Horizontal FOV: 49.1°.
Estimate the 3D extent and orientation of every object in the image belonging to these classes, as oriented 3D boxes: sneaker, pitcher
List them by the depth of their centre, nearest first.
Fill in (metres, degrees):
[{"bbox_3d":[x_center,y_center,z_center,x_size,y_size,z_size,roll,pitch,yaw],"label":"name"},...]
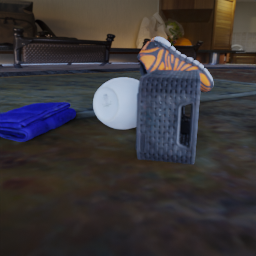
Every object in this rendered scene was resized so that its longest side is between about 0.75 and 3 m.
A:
[{"bbox_3d":[-0.062,-0.686,8.833,2.154,1.522,2.510,-19,-6,39],"label":"pitcher"},{"bbox_3d":[1.408,-1.749,9.284,2.653,1.029,1.486,38,70,13],"label":"sneaker"}]

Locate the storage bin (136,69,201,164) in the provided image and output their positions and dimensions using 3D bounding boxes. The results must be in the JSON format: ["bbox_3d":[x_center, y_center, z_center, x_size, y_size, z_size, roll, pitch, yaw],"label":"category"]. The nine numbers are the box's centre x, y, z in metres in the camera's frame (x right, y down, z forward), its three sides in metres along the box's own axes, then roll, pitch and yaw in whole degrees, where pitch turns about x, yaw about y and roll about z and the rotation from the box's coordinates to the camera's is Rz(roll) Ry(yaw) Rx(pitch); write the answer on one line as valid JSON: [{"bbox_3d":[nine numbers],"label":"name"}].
[{"bbox_3d":[1.059,-0.419,6.863,1.262,1.820,2.692,5,17,13],"label":"storage bin"}]

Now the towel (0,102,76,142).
[{"bbox_3d":[-3.087,-0.340,8.677,1.985,0.666,2.688,6,17,18],"label":"towel"}]
